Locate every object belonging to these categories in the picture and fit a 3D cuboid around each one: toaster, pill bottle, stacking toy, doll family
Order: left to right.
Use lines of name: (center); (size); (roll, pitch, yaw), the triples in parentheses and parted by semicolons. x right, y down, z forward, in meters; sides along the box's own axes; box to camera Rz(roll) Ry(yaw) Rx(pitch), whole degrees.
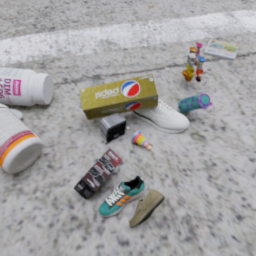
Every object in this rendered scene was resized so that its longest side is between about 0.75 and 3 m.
pill bottle: (-4.371, 0.139, 9.609); (2.743, 1.503, 1.503); (40, 58, 15)
pill bottle: (-4.619, -1.706, 11.713); (2.662, 1.509, 1.509); (5, 47, 5)
toaster: (-0.590, 0.018, 10.519); (0.974, 0.881, 0.578); (-27, 59, -25)
stacking toy: (0.542, 0.532, 10.327); (0.470, 0.444, 0.809); (-37, 61, -27)
doll family: (2.822, -2.828, 12.506); (0.952, 1.312, 2.114); (4, 42, 6)

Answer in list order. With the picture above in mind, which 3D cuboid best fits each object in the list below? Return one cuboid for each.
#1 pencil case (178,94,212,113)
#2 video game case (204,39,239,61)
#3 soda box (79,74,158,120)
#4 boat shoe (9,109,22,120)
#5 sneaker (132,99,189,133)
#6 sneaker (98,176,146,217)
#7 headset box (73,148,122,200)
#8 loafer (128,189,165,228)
pencil case: (2.607, -0.953, 11.084); (0.653, 1.413, 0.601); (27, 76, -20)
video game case: (5.000, -4.181, 14.950); (1.571, 0.180, 1.430); (18, 49, 17)
soda box: (-0.326, -1.128, 10.465); (2.796, 0.895, 0.947); (-12, 66, 2)
boat shoe: (-5.103, -0.266, 10.954); (1.834, 0.584, 0.648); (-12, 54, -30)
sneaker: (1.226, -0.625, 11.062); (2.494, 1.004, 0.953); (22, 49, 18)
sneaker: (-0.233, 2.050, 8.653); (1.684, 0.673, 0.601); (-32, 40, -18)
headset box: (-0.928, 1.421, 8.954); (0.602, 1.160, 1.558); (44, 55, 0)
loafer: (0.478, 2.321, 8.140); (0.496, 1.471, 0.559); (50, 21, 27)
